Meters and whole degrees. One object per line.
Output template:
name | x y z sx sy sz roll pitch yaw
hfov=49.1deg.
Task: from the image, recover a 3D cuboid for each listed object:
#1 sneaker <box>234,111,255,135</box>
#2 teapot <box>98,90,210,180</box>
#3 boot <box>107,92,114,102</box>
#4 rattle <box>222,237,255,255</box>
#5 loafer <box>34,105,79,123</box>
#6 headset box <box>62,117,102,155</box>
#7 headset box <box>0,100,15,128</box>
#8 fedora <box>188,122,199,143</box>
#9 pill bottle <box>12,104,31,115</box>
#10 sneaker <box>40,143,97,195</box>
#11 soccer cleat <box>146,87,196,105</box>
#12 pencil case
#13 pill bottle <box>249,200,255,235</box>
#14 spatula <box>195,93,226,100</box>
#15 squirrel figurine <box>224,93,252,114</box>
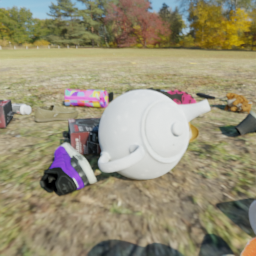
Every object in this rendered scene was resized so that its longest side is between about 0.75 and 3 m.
sneaker | 3.969 -0.040 9.308 1.440 0.765 0.538 30 22 -55
teapot | 0.505 0.126 6.035 2.176 2.204 1.610 23 -18 -30
boot | -1.564 -1.562 14.198 1.309 0.520 1.503 10 23 26
rattle | 0.597 2.206 2.516 1.949 2.139 2.994 40 14 11
loafer | -2.815 -0.611 11.085 1.793 0.605 0.682 -11 21 -31
headset box | -0.995 0.201 8.373 1.888 0.729 1.405 -3 18 -14
headset box | -5.337 -0.520 10.410 2.130 0.822 1.585 -3 16 -12
fedora | 1.494 -0.127 9.026 1.698 0.692 1.698 0 30 0
pill bottle | -4.568 -0.784 11.893 0.770 0.446 0.446 6 19 16
sneaker | -1.516 0.932 6.194 0.985 0.689 1.981 -31 20 -21
soccer cleat | 1.735 -1.172 12.430 2.574 0.899 1.111 10 -24 -16
pencil case | -1.953 -1.389 13.087 2.099 0.927 0.927 2 18 14
pill bottle | 2.686 1.441 4.552 1.215 0.703 0.703 -4 18 -14
spatula | 4.741 -1.596 14.474 2.828 0.291 0.799 11 -9 40
squirrel figurine | 4.975 -1.063 12.283 1.153 0.816 1.077 -16 30 -33
